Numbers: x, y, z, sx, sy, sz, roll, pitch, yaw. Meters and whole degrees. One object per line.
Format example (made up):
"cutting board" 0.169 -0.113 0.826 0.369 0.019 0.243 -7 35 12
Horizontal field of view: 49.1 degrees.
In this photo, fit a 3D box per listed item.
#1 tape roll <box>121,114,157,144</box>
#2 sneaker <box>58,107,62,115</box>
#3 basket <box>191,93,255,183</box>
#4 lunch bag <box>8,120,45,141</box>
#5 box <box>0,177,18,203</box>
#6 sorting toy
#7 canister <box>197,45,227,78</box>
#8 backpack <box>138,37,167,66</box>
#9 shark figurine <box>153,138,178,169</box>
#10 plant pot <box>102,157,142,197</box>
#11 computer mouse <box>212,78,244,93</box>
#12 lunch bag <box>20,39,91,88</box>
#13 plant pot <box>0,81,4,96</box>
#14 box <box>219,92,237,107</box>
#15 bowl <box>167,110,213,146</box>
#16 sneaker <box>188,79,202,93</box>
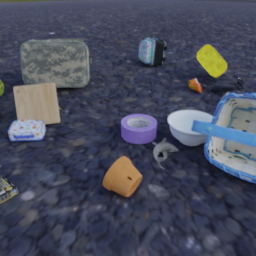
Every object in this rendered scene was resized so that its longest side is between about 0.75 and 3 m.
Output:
"tape roll" 0.317 0.021 8.320 1.051 0.447 1.051 -1 30 0
"sneaker" -2.852 -0.624 9.463 1.241 0.458 0.502 3 27 2
"basket" 2.899 0.263 6.119 2.437 1.923 2.764 18 4 29
"lunch bag" -2.995 0.099 8.257 1.024 0.387 0.821 -3 32 -7
"box" -2.939 1.434 6.120 0.625 0.193 0.783 25 38 33
"sorting toy" -2.867 -0.719 8.908 1.254 1.261 0.439 -7 3 -7
"canister" 3.628 -2.818 12.069 1.321 0.770 1.779 51 20 5
"backpack" 1.170 -3.898 14.239 1.164 1.373 1.546 -2 25 -13
"shark figurine" 0.870 0.516 7.217 0.694 0.485 1.162 33 30 15
"plant pot" -0.084 1.124 6.153 0.574 0.820 0.820 35 42 19
"computer mouse" 3.891 -1.687 11.046 1.212 0.320 0.840 -8 34 27
"lunch bag" -2.975 -2.739 11.810 2.767 1.928 2.321 -2 15 -5
"plant pot" -5.446 -1.592 10.487 1.270 1.337 1.337 22 34 10
"box" 3.884 -1.065 10.469 0.674 0.183 0.842 21 36 32
"bowl" 1.819 0.074 8.027 1.424 0.640 1.424 -1 30 0
"sneaker" 2.732 -1.669 11.436 0.423 0.400 1.097 -20 25 7
